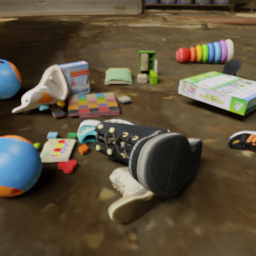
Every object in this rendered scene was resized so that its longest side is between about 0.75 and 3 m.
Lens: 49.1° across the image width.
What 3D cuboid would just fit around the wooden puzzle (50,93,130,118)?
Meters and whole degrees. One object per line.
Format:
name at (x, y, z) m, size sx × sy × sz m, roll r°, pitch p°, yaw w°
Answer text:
wooden puzzle at (-1.256, -0.792, 9.687) m, size 2.766 × 0.194 × 1.640 m, roll -5°, pitch 28°, yaw -9°

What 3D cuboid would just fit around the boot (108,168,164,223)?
boot at (-0.054, 1.243, 5.461) m, size 1.354 × 0.488 × 1.047 m, roll -15°, pitch 31°, yaw -40°

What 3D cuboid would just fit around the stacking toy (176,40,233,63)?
stacking toy at (3.981, -3.939, 14.842) m, size 2.867 × 1.224 × 1.224 m, roll -3°, pitch 27°, yaw 5°

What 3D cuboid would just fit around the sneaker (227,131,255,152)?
sneaker at (3.222, 0.410, 7.123) m, size 1.266 × 0.443 × 0.569 m, roll -2°, pitch 35°, yaw 0°

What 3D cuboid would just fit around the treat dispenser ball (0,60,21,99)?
treat dispenser ball at (-4.705, -1.769, 10.291) m, size 1.436 × 1.436 × 1.436 m, roll 0°, pitch 28°, yaw 0°

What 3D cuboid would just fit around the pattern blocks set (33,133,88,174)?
pattern blocks set at (-1.790, 0.578, 7.113) m, size 1.517 × 0.140 × 1.726 m, roll 5°, pitch 28°, yaw 9°

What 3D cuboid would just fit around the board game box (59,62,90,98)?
board game box at (-2.077, -1.808, 10.574) m, size 1.202 × 1.177 × 0.336 m, roll -18°, pitch 32°, yaw -32°

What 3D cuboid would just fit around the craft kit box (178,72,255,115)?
craft kit box at (3.399, -1.303, 9.689) m, size 2.389 × 0.587 × 2.419 m, roll 29°, pitch 34°, yaw 36°

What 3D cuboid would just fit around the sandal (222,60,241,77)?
sandal at (4.298, -2.284, 11.984) m, size 0.661 × 0.397 × 1.759 m, roll 22°, pitch 63°, yaw 25°

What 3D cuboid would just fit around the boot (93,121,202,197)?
boot at (0.111, 0.464, 5.700) m, size 2.291 × 1.095 × 3.034 m, roll 12°, pitch 4°, yaw 27°

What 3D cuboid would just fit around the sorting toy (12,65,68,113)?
sorting toy at (-3.015, -1.064, 9.408) m, size 1.706 × 1.012 × 1.895 m, roll -21°, pitch 29°, yaw 12°

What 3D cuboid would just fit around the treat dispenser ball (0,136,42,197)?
treat dispenser ball at (-2.378, 0.766, 5.647) m, size 1.214 × 1.214 × 1.214 m, roll 0°, pitch 28°, yaw 0°

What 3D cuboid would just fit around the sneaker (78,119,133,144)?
sneaker at (-0.545, 0.199, 7.557) m, size 1.628 × 0.631 × 0.649 m, roll -3°, pitch 47°, yaw 4°

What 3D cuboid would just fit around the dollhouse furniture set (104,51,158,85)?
dollhouse furniture set at (0.102, -2.623, 12.180) m, size 2.261 × 1.134 × 1.481 m, roll -1°, pitch 28°, yaw -2°
